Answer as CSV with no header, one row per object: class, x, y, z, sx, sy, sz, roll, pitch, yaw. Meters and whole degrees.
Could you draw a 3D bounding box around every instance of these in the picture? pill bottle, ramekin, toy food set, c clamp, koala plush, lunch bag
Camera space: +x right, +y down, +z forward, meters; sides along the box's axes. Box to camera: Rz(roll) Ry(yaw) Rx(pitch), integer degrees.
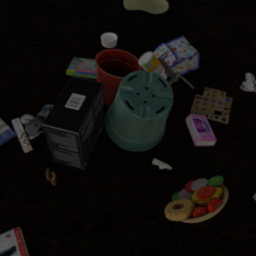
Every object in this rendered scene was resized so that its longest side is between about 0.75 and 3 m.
pill bottle,1.026,-2.379,11.264,0.686,1.235,0.686,-29,37,24
ramekin,-1.041,-4.796,15.413,0.899,0.438,0.899,0,51,0
toy food set,2.207,2.267,8.965,1.975,0.480,1.955,-21,15,35
c clamp,1.533,-2.063,12.241,1.975,2.312,0.313,48,65,-7
koala plush,-3.460,-0.178,11.200,1.443,1.280,1.326,-29,43,-21
lunch bag,2.280,-3.447,13.849,1.954,1.210,1.661,-23,54,-5

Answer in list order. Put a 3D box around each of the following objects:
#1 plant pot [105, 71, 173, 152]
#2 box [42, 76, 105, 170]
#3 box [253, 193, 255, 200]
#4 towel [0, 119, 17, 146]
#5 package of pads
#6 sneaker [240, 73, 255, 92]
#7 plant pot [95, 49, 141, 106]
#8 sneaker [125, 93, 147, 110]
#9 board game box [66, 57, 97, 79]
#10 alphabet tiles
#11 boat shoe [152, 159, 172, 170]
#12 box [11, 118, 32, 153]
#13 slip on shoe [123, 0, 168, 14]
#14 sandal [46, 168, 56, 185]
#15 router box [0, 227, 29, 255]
plant pot,0.444,-0.663,10.295,2.507,2.455,2.507,2,69,-6
box,-1.867,-0.164,10.388,1.305,2.282,2.506,13,52,9
box,5.730,2.188,9.479,2.477,0.745,1.445,-23,54,-18
towel,-5.672,0.029,11.175,1.943,0.231,1.427,41,49,7
package of pads,2.898,0.107,11.255,0.819,0.514,1.359,3,50,-20
sneaker,5.624,-2.160,13.250,0.659,0.431,1.147,-2,54,-5
plant pot,-0.569,-2.046,12.087,1.916,1.864,1.916,7,48,-8
sneaker,0.438,-0.874,11.261,2.200,1.328,0.920,-17,74,-40
board game box,-2.086,-2.991,14.055,1.741,0.254,1.172,9,51,7
alphabet tiles,3.782,-1.085,12.605,1.622,0.073,1.940,16,52,13
boat shoe,1.250,1.422,10.462,0.770,0.273,0.269,25,82,15
box,-4.301,0.288,11.314,0.318,0.341,1.645,-24,55,-18
slip on shoe,1.143,-7.827,17.598,2.805,1.039,0.858,8,41,10
sandal,-2.600,1.670,9.617,0.256,0.949,0.381,-11,53,1
router box,-3.647,3.828,8.418,1.124,0.306,1.253,-23,54,-18
